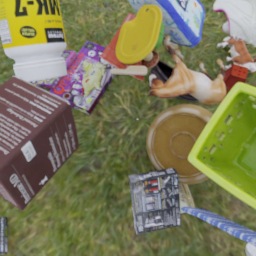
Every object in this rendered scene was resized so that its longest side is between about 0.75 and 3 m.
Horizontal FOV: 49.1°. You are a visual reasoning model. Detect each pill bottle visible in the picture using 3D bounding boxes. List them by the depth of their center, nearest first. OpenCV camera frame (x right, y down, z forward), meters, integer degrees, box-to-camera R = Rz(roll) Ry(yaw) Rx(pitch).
[{"bbox_3d":[-2.520,-2.698,7.293,1.611,1.611,2.819,-10,106,-5],"label":"pill bottle"}]

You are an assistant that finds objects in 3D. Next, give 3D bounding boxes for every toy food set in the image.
[{"bbox_3d":[0.310,-1.777,6.134,1.057,0.587,1.797,2,69,37],"label":"toy food set"}]

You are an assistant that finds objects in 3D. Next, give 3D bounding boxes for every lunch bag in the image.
[{"bbox_3d":[0.978,-3.314,7.534,1.456,1.942,2.284,-40,35,22],"label":"lunch bag"}]

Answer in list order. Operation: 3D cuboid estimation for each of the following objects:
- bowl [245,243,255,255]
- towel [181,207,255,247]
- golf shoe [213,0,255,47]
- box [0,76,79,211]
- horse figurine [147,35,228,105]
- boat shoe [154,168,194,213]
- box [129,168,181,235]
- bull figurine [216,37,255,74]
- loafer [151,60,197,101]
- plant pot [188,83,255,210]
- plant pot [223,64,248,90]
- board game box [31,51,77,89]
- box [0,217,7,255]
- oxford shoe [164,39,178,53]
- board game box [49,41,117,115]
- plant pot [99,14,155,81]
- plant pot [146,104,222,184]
[{"bbox_3d":[3.061,2.732,5.699,1.087,0.406,1.085,-13,32,-20],"label":"bowl"},{"bbox_3d":[1.981,1.898,5.048,1.790,1.296,0.213,17,83,42],"label":"towel"},{"bbox_3d":[3.336,-2.604,7.459,1.267,1.042,2.768,-33,82,29],"label":"golf shoe"},{"bbox_3d":[-2.326,0.282,5.927,1.606,1.623,1.956,26,56,18],"label":"box"},{"bbox_3d":[1.786,-1.267,7.327,2.762,0.689,1.831,18,55,-24],"label":"horse figurine"},{"bbox_3d":[1.272,1.207,8.358,0.828,0.968,2.641,-6,73,-8],"label":"boat shoe"},{"bbox_3d":[0.650,1.741,6.644,1.122,0.354,1.423,-9,107,-7],"label":"box"},{"bbox_3d":[4.108,-2.705,10.509,1.113,0.597,1.833,-9,63,-4],"label":"bull figurine"},{"bbox_3d":[1.684,-1.688,9.946,2.076,0.654,0.746,36,68,17],"label":"loafer"},{"bbox_3d":[2.482,0.451,5.228,1.757,1.602,1.765,36,98,36],"label":"plant pot"},{"bbox_3d":[3.876,-1.819,10.011,0.759,0.670,0.760,20,64,9],"label":"plant pot"},{"bbox_3d":[-2.680,-2.155,10.229,1.016,0.273,1.693,10,59,36],"label":"board game box"},{"bbox_3d":[-3.772,3.032,7.749,0.783,0.216,0.977,-11,63,-5],"label":"box"},{"bbox_3d":[1.658,-3.608,11.005,0.512,0.543,1.453,-8,63,-4],"label":"oxford shoe"},{"bbox_3d":[-1.452,-1.898,10.231,1.639,0.441,2.730,21,65,15],"label":"board game box"},{"bbox_3d":[0.138,-2.097,7.185,1.319,1.319,1.283,35,106,16],"label":"plant pot"},{"bbox_3d":[1.376,0.422,6.922,2.021,0.278,2.021,1,93,22],"label":"plant pot"}]
